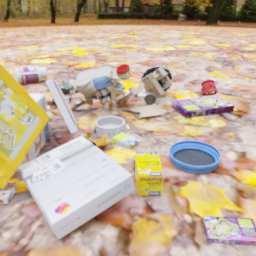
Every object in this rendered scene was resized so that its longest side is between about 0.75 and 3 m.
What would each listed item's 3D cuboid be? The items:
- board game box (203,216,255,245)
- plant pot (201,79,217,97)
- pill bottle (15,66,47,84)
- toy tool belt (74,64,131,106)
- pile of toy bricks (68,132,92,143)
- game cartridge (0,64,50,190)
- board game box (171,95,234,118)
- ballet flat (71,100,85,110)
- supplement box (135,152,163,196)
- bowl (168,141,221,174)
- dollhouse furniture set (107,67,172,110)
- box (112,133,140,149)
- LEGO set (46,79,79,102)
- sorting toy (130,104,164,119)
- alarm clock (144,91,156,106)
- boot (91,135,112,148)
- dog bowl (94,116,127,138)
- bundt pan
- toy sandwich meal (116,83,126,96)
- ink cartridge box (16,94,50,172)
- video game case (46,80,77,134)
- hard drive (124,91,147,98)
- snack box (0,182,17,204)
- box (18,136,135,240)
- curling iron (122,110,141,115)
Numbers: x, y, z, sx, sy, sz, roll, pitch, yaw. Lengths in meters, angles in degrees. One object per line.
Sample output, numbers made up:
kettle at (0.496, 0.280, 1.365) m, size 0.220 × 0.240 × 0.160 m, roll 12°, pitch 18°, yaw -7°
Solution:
board game box at (2.270, 2.259, 6.191) m, size 1.123 × 0.181 × 0.674 m, roll 2°, pitch 22°, yaw 5°
plant pot at (4.027, -1.999, 14.051) m, size 0.758 × 0.758 × 0.690 m, roll -4°, pitch 67°, yaw -8°
pill bottle at (-5.701, -3.129, 16.478) m, size 1.696 × 0.952 × 0.952 m, roll -12°, pitch 28°, yaw -24°
toy tool belt at (-0.946, -1.794, 12.261) m, size 2.581 × 1.586 × 1.611 m, roll -9°, pitch 43°, yaw 16°
pile of toy bricks at (-1.618, 0.384, 9.683) m, size 0.838 × 0.414 × 0.465 m, roll -14°, pitch 39°, yaw -22°
game cartridge at (-3.184, -0.044, 6.854) m, size 0.387 × 2.104 × 2.386 m, roll -5°, pitch 47°, yaw 33°
board game box at (3.361, -1.007, 12.721) m, size 2.417 × 0.390 × 1.451 m, roll -8°, pitch 32°, yaw -15°
ballet flat at (-2.235, -0.991, 12.593) m, size 0.849 × 0.197 × 0.286 m, roll -28°, pitch 44°, yaw 25°
supplement box at (0.551, 1.239, 7.712) m, size 0.657 × 0.661 × 1.207 m, roll -1°, pitch 26°, yaw -2°
bowl at (2.073, 0.903, 8.822) m, size 1.599 × 0.314 × 1.599 m, roll 0°, pitch 25°, yaw 0°
dollhouse furniture set at (0.623, -1.437, 12.758) m, size 2.059 × 1.179 × 2.414 m, roll -25°, pitch 14°, yaw 49°
box at (-0.048, 0.455, 9.868) m, size 0.883 × 0.210 × 0.538 m, roll 19°, pitch 32°, yaw 34°
LEGO set at (-3.331, -2.039, 14.461) m, size 1.627 × 0.710 × 2.505 m, roll -10°, pitch 27°, yaw -24°
sorting toy at (0.819, -0.693, 12.302) m, size 1.187 × 0.217 × 1.099 m, roll -12°, pitch 28°, yaw -16°
alarm clock at (1.038, -1.432, 13.106) m, size 0.552 × 0.819 × 0.273 m, roll 0°, pitch 8°, yaw 1°
boot at (-0.982, 0.459, 9.623) m, size 0.625 × 0.307 × 0.873 m, roll -9°, pitch 14°, yaw -23°
dog bowl at (-0.697, -0.061, 10.757) m, size 1.299 × 0.381 × 1.299 m, roll 1°, pitch 25°, yaw 0°
bundt pan at (1.502, -2.403, 14.628) m, size 1.679 × 0.630 × 1.679 m, roll -4°, pitch 59°, yaw 7°
toy sandwich meal at (-0.434, -1.988, 14.561) m, size 0.931 × 0.319 × 0.931 m, roll -30°, pitch 19°, yaw 12°
ink cartridge box at (-3.391, 0.077, 8.922) m, size 0.996 × 1.700 × 2.352 m, roll 2°, pitch 26°, yaw 4°
video game case at (-2.274, -0.814, 9.799) m, size 0.221 × 1.808 × 2.529 m, roll -25°, pitch 13°, yaw -7°
hard drive at (0.448, -1.744, 14.600) m, size 1.319 × 0.173 × 0.870 m, roll 1°, pitch 25°, yaw 2°
snack box at (-3.919, 1.685, 7.287) m, size 1.837 × 0.223 × 0.660 m, roll 0°, pitch 26°, yaw 1°
box at (-1.416, 1.281, 7.141) m, size 2.066 × 0.545 × 2.650 m, roll -28°, pitch 32°, yaw -25°
curling iron at (0.109, -0.701, 12.018) m, size 0.300 × 0.155 × 1.210 m, roll 24°, pitch -4°, yaw -36°
